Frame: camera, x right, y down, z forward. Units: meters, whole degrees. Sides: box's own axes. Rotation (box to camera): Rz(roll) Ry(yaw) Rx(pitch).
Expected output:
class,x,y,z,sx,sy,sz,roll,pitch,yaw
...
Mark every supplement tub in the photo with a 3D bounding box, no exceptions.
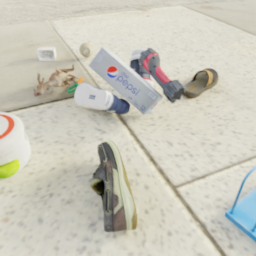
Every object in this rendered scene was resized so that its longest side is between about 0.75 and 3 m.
class,x,y,z,sx,sy,sz,roll,pitch,yaw
supplement tub,0.592,-2.572,12.386,1.079,1.538,1.079,2,-6,0

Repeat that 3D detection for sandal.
class,x,y,z,sx,sy,sz,roll,pitch,yaw
sandal,3.286,-2.203,12.705,1.094,0.730,2.676,30,47,33

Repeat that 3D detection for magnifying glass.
class,x,y,z,sx,sy,sz,roll,pitch,yaw
magnifying glass,-2.366,-1.954,12.762,0.546,0.154,1.371,-11,29,22

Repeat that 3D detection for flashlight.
class,x,y,z,sx,sy,sz,roll,pitch,yaw
flashlight,1.315,-2.101,10.815,0.823,0.820,2.422,-30,58,-8

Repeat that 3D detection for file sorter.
class,x,y,z,sx,sy,sz,roll,pitch,yaw
file sorter,4.176,2.044,6.559,1.945,1.719,2.803,-26,46,-28

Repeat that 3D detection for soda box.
class,x,y,z,sx,sy,sz,roll,pitch,yaw
soda box,-0.072,-1.794,10.805,2.922,0.927,0.997,42,16,10

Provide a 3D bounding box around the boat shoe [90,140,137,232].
class,x,y,z,sx,sy,sz,roll,pitch,yaw
boat shoe,-0.568,1.486,7.786,0.983,1.069,2.991,-7,43,-16

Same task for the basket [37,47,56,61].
class,x,y,z,sx,sy,sz,roll,pitch,yaw
basket,-4.359,-4.002,15.096,0.919,0.623,0.567,0,34,-1

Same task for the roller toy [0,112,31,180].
class,x,y,z,sx,sy,sz,roll,pitch,yaw
roller toy,-4.175,0.496,8.676,2.149,1.502,1.961,7,39,9

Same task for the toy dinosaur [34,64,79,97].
class,x,y,z,sx,sy,sz,roll,pitch,yaw
toy dinosaur,-3.222,-2.222,12.580,1.519,0.962,2.241,-9,17,29

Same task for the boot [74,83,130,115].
class,x,y,z,sx,sy,sz,roll,pitch,yaw
boot,-1.115,-1.074,11.298,1.222,0.984,2.704,19,4,-38

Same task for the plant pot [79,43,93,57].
class,x,y,z,sx,sy,sz,roll,pitch,yaw
plant pot,-2.227,-4.113,14.906,0.779,0.779,0.832,-5,20,-7
